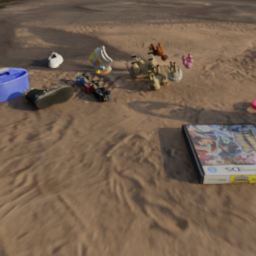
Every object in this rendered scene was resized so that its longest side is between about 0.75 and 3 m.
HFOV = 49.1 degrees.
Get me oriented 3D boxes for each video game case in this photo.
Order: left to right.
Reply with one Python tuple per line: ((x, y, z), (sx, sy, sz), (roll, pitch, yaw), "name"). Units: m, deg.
((3.006, 0.645, 8.278), (2.400, 0.339, 2.655), (-1, 31, -1), "video game case")

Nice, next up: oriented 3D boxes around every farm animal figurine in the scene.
((1.497, -2.612, 12.872), (2.243, 1.397, 2.778), (-33, 44, -14), "farm animal figurine")

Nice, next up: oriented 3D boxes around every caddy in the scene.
((-5.222, -1.962, 11.858), (1.465, 1.088, 2.073), (18, 36, 28), "caddy")

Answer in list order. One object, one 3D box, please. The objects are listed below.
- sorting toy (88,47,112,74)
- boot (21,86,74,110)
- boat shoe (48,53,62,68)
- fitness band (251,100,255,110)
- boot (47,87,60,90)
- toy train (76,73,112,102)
((-0.744, -1.965, 7.978), (0.407, 0.762, 0.686), (-35, 6, -35), "sorting toy")
((-3.258, -1.382, 11.334), (1.362, 0.651, 1.804), (21, 37, 35), "boot")
((-4.043, -3.810, 15.393), (0.588, 0.560, 1.634), (4, 31, 6), "boat shoe")
((5.501, -0.768, 10.705), (1.513, 0.283, 1.086), (7, 29, 10), "fitness band")
((-3.202, -1.511, 11.917), (0.633, 0.328, 0.970), (-4, 24, 3), "boot")
((-1.595, -1.770, 12.187), (0.631, 0.470, 2.755), (-29, 41, -20), "toy train")
